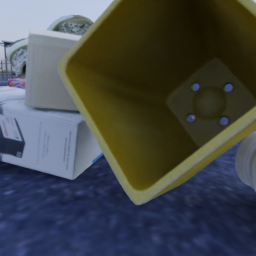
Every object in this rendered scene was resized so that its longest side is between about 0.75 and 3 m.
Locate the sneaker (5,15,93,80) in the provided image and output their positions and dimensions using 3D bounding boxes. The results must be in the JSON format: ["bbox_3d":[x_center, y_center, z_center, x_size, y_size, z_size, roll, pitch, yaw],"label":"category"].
[{"bbox_3d":[-1.705,-1.732,6.445,2.235,0.990,0.859,-26,-33,5],"label":"sneaker"}]

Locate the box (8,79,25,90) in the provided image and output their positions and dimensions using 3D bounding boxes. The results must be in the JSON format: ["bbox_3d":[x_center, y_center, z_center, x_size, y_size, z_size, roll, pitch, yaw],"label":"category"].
[{"bbox_3d":[-2.719,-1.035,9.464,1.208,1.261,2.530,7,13,17],"label":"box"}]

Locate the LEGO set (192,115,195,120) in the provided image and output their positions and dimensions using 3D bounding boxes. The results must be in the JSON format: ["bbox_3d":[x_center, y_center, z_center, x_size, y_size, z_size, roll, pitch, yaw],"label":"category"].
[{"bbox_3d":[1.147,-1.066,8.308,2.682,0.998,1.234,14,-20,33],"label":"LEGO set"}]

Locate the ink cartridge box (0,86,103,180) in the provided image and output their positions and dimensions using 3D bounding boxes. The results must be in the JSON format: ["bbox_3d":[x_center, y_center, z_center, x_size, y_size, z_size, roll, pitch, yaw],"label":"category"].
[{"bbox_3d":[-1.580,-0.035,4.873,2.219,0.929,1.610,12,15,12],"label":"ink cartridge box"}]

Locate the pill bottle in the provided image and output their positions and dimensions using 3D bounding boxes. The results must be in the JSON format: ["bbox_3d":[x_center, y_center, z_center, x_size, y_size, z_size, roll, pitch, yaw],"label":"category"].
[{"bbox_3d":[1.935,0.525,2.766,0.996,0.996,1.771,-3,9,-16],"label":"pill bottle"}]

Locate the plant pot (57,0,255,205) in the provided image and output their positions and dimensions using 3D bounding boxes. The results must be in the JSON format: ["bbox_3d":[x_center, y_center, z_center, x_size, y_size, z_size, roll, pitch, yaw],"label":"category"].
[{"bbox_3d":[0.728,-0.473,3.403,1.935,1.879,1.892,12,41,-59],"label":"plant pot"}]

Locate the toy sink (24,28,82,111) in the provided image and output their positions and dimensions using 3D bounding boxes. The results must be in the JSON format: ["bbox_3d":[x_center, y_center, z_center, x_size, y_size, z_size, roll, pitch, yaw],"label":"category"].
[{"bbox_3d":[-0.644,-0.887,4.597,1.942,1.088,1.266,3,21,-20],"label":"toy sink"}]
